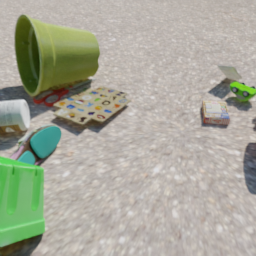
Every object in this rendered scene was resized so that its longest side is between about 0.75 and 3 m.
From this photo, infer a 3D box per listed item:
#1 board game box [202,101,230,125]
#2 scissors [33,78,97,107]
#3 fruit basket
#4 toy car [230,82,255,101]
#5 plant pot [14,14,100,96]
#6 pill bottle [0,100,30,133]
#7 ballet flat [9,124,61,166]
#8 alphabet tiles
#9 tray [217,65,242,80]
[{"bbox_3d":[2.759,-0.503,8.880,0.755,0.231,0.996,5,37,7],"label":"board game box"},{"bbox_3d":[-2.263,-1.443,10.171,0.926,0.176,2.532,21,43,28],"label":"scissors"},{"bbox_3d":[-3.154,1.741,4.955,2.956,2.132,2.956,-3,78,13],"label":"fruit basket"},{"bbox_3d":[4.328,-0.956,9.283,2.194,0.489,2.065,-28,45,-33],"label":"toy car"},{"bbox_3d":[-2.459,-2.604,10.091,2.442,2.656,2.656,-12,37,-35],"label":"plant pot"},{"bbox_3d":[-3.706,-0.297,8.018,1.554,0.889,0.889,-6,37,-6],"label":"pill bottle"},{"bbox_3d":[-2.550,0.668,6.977,0.828,0.804,2.327,-8,32,25],"label":"ballet flat"},{"bbox_3d":[-1.178,-0.811,9.265,2.036,0.077,2.447,18,37,27],"label":"alphabet tiles"},{"bbox_3d":[3.790,-2.034,10.448,0.639,0.132,1.191,19,0,39],"label":"tray"}]
